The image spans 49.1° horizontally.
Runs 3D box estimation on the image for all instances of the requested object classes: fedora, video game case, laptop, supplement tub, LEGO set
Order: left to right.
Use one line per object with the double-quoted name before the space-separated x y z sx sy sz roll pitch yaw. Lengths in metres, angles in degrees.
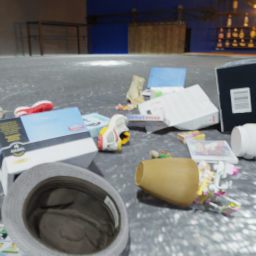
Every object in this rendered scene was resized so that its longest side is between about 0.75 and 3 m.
"video game case" -2.409 2.244 4.911 1.614 0.178 1.471 1 20 5
"fedora" -1.058 1.638 4.881 2.099 0.948 1.856 20 40 -4
"laptop" 2.217 -2.897 17.642 2.394 1.482 2.557 7 20 20
"video game case" 2.679 0.758 9.169 1.366 0.172 1.499 2 19 4
"LEGO set" 2.006 1.394 6.432 0.877 1.084 2.357 25 -5 9
"supplement tub" 4.102 0.428 8.715 1.491 1.081 1.081 0 19 1

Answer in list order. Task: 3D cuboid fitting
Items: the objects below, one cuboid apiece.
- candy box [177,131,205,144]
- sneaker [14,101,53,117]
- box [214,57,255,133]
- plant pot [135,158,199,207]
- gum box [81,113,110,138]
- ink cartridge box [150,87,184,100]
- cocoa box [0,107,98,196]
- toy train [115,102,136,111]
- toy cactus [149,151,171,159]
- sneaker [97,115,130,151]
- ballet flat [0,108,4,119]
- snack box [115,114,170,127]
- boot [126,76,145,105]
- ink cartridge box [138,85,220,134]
"candy box" 2.296 0.344 10.246 0.860 0.243 0.502 -6 20 -20
"sneaker" -4.173 -0.637 12.682 1.754 0.687 1.013 -20 33 -17
"box" 4.622 -1.398 11.291 1.602 2.586 2.542 -4 15 27
"plant pot" 0.791 1.115 6.264 1.186 1.105 1.105 14 16 -15
"gum box" -1.642 -0.065 11.121 1.912 0.426 1.624 -16 25 -38
"ink cartridge box" 2.224 -1.759 15.452 1.811 0.761 1.318 -2 19 -5
"cocoa box" -2.132 0.552 7.016 2.134 1.423 1.400 -13 63 -33
"toy train" -0.070 -1.148 14.387 0.851 0.315 1.133 17 26 38
"toy cactus" 0.936 0.833 8.337 0.701 0.434 0.850 32 -8 -36
"sneaker" -0.344 0.237 9.894 0.916 0.868 2.230 12 29 11
"ballet flat" -6.028 -0.738 13.092 0.409 0.404 1.202 -10 21 -26
"snack box" 0.544 -0.286 10.990 2.109 0.256 0.758 2 -16 31
"boot" 0.575 -2.003 15.077 0.637 1.361 1.751 8 21 -29
"ink cartridge box" 2.053 -0.623 11.899 2.895 0.726 2.348 -20 35 4
